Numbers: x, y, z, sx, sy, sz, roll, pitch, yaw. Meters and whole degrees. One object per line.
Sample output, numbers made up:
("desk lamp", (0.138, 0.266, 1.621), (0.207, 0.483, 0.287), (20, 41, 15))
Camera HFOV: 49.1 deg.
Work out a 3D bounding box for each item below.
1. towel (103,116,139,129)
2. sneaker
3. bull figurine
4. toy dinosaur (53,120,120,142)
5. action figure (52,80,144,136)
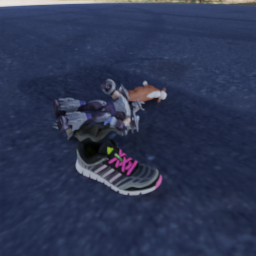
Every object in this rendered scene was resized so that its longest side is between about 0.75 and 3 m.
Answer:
("towel", (-0.226, -0.233, 9.844), (1.190, 0.142, 0.874), (4, 29, 7))
("sneaker", (-0.342, 0.860, 6.914), (2.399, 1.049, 0.885), (15, 41, 26))
("bull figurine", (0.596, -1.406, 11.413), (1.928, 0.628, 1.171), (-12, 30, -21))
("toy dinosaur", (-1.207, 0.161, 8.746), (2.087, 0.803, 1.068), (21, 48, 24))
("action figure", (-0.766, -0.541, 8.819), (2.966, 1.029, 1.930), (-11, 61, -25))
